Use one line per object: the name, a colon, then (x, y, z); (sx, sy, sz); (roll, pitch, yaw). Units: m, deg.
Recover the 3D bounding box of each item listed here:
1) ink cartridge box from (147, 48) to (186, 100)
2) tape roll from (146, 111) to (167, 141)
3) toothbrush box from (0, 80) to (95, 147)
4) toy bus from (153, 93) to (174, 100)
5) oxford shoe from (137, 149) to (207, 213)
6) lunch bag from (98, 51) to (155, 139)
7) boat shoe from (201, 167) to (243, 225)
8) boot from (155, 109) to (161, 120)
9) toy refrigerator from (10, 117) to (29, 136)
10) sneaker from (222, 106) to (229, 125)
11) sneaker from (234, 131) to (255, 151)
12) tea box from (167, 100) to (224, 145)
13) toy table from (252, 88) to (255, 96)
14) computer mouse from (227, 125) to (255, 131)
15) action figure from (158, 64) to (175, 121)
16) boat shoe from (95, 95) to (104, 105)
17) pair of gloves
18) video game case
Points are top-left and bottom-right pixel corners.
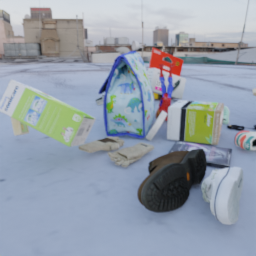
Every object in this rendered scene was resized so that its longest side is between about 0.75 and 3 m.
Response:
ink cartridge box: (2.203, -2.946, 15.532); (2.663, 2.311, 0.580); (8, 6, -40)
tape roll: (0.969, -0.068, 9.594); (0.203, 1.109, 1.109); (31, 20, 2)
toothbrush box: (-2.118, -0.358, 7.631); (2.117, 0.911, 1.541); (25, 1, 5)
toy bus: (2.039, -2.568, 16.876); (1.734, 1.665, 1.177); (-9, 17, -31)
oxford shoe: (0.819, 1.121, 6.147); (1.094, 0.942, 2.592); (-3, 7, 33)
lunch bag: (0.038, -1.325, 10.474); (1.843, 2.892, 2.459); (3, 18, 11)
boat shoe: (1.853, 1.327, 5.683); (0.741, 0.816, 2.218); (-3, 2, 27)
boot: (1.920, -0.578, 12.029); (1.133, 0.560, 1.460); (7, 14, 35)
toy refrigerator: (-3.690, -0.291, 9.481); (0.366, 1.045, 0.397); (-12, -2, 20)
sneaker: (3.935, -0.558, 11.533); (0.470, 0.797, 0.293); (11, -21, -36)
sneaker: (4.326, 0.385, 8.622); (1.897, 0.668, 0.887); (-8, 18, -7)
tea box: (2.414, -0.256, 9.906); (1.728, 1.174, 1.757); (7, 16, 19)
toy table: (5.879, -1.212, 10.794); (2.009, 2.186, 1.280); (-13, -21, 17)
computer mouse: (4.808, -0.084, 10.880); (1.871, 0.318, 0.548); (0, 16, 5)
action figure: (1.659, -1.438, 11.323); (0.731, 2.240, 1.109); (7, 17, 25)
boat shoe: (-1.329, -1.598, 15.160); (1.015, 0.362, 0.354); (-27, 37, 11)
pair of gloves: (-0.361, 0.663, 8.426); (1.850, 0.324, 1.573); (12, 18, 31)
video game case: (2.107, 0.769, 8.218); (1.720, 0.163, 1.229); (6, 19, 22)
